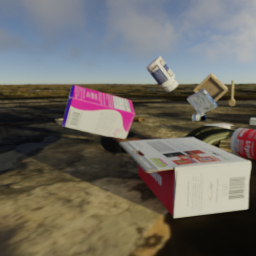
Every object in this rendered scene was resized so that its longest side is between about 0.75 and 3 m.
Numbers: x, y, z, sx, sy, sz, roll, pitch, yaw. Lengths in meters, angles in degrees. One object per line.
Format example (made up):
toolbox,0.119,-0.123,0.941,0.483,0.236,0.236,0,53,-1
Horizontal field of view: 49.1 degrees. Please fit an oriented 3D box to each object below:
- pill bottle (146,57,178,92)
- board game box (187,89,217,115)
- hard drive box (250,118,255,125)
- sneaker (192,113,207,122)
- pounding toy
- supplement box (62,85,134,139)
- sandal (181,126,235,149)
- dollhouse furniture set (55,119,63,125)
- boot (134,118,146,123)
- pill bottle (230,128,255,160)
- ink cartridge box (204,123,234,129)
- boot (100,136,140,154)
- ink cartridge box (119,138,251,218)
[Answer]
pill bottle,1.474,-2.255,11.961,0.789,1.422,0.789,-38,15,12
board game box,3.341,-1.162,12.681,0.977,0.982,0.213,-29,18,49
hard drive box,7.541,-0.357,16.217,0.848,0.326,0.661,6,11,31
sneaker,4.615,-0.651,17.600,0.789,0.552,1.366,10,20,32
pounding toy,4.223,-1.705,12.946,1.748,1.536,0.800,45,23,3
supplement box,-1.189,-0.602,11.240,2.568,1.299,1.327,15,27,-13
sandal,2.516,0.577,9.616,2.832,0.808,1.125,-21,22,-23
dollhouse furniture set,-3.134,-0.814,15.909,1.873,1.329,1.484,-4,10,-24
boot,0.638,-0.527,17.259,0.651,0.321,0.838,6,11,32
pill bottle,4.207,0.571,8.847,0.938,0.938,1.670,-7,12,-37
ink cartridge box,4.352,0.057,13.446,1.256,0.426,0.723,-4,10,-24
boot,-0.057,0.509,10.430,1.521,0.553,1.616,4,10,24
ink cartridge box,1.036,0.960,6.273,2.120,1.013,2.415,-2,10,-13
